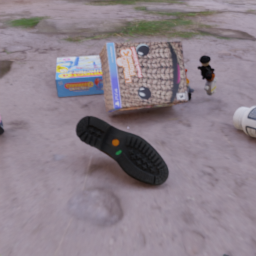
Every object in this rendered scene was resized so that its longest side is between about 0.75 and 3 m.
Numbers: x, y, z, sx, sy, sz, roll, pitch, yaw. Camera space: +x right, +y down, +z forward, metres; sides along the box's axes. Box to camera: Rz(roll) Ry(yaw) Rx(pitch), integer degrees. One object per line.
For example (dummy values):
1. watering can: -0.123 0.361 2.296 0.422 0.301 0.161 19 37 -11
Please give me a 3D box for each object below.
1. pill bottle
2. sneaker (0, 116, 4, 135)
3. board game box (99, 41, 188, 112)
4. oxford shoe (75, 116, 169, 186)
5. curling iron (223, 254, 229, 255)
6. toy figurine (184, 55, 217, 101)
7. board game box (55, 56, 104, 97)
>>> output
1. pill bottle: 3.774 -0.135 7.872 0.892 0.892 1.492 -17 22 -26
2. sneaker: -3.835 -0.432 7.683 0.566 1.614 0.662 -16 60 -25
3. board game box: 0.469 -1.626 8.981 2.467 1.967 1.195 -7 1 -16
4. oxford shoe: -0.056 0.503 6.691 2.388 0.868 1.008 35 -2 10
5. curling iron: 2.110 2.386 4.595 1.135 0.145 0.281 23 39 33
6. toy figurine: 2.458 -1.844 10.220 1.481 1.031 1.458 -9 44 10
7. board game box: -1.600 -2.214 11.511 2.624 0.733 2.569 -6 32 -10
